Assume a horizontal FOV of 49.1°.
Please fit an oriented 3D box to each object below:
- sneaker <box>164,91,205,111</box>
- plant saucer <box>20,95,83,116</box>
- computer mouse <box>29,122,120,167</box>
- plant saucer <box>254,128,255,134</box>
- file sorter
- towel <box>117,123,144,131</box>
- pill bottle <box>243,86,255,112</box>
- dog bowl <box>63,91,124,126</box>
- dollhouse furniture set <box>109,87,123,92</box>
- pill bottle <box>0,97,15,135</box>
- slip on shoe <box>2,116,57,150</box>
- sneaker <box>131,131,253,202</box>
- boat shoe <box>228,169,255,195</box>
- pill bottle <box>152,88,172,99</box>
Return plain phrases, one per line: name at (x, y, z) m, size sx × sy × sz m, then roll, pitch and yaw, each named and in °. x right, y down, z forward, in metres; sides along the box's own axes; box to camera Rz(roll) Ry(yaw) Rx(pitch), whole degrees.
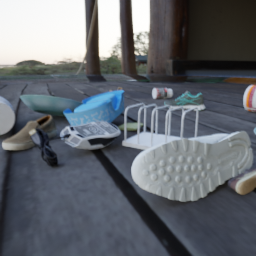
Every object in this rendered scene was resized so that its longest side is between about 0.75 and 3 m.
sneaker at (2.830, -1.381, 14.022) m, size 2.012 × 0.918 × 0.780 m, roll 3°, pitch 14°, yaw 16°
plant saucer at (-3.105, -0.846, 11.686) m, size 2.719 × 0.523 × 2.719 m, roll 5°, pitch -4°, yaw 0°
computer mouse at (-1.295, 0.350, 7.524) m, size 2.534 × 0.556 × 1.389 m, roll -9°, pitch 31°, yaw -40°
plant saucer at (4.780, 0.463, 7.160) m, size 2.929 × 0.564 × 2.929 m, roll 0°, pitch 14°, yaw 0°
file sorter at (0.940, -0.042, 8.018) m, size 1.847 × 1.150 × 1.281 m, roll 8°, pitch 15°, yaw 31°
towel at (0.088, -0.052, 9.940) m, size 0.821 × 0.150 × 0.609 m, roll 0°, pitch 16°, yaw 31°
pill bottle at (6.564, -1.226, 12.656) m, size 1.248 × 1.248 × 2.278 m, roll -12°, pitch 19°, yaw -41°
dog bowl at (-1.076, -0.641, 10.079) m, size 1.662 × 0.739 × 2.981 m, roll -9°, pitch 17°, yaw 20°
dollhouse furniture set at (-0.602, -1.210, 12.436) m, size 0.587 × 1.132 × 0.501 m, roll 9°, pitch -16°, yaw 2°
pill bottle at (-4.654, -0.498, 9.509) m, size 1.307 × 1.307 × 2.256 m, roll -9°, pitch 16°, yaw -34°
slip on shoe at (-2.890, 0.121, 8.370) m, size 0.812 × 0.647 × 2.135 m, roll 6°, pitch 15°, yaw 23°
sneaker at (1.199, 0.702, 5.607) m, size 2.917 × 1.115 × 1.174 m, roll -4°, pitch 1°, yaw -33°
boat shoe at (2.393, 0.967, 5.450) m, size 1.114 × 0.401 × 0.361 m, roll -15°, pitch 25°, yaw -31°
pill bottle at (2.192, -2.206, 17.950) m, size 1.162 × 0.673 × 0.673 m, roll -4°, pitch 14°, yaw -17°
